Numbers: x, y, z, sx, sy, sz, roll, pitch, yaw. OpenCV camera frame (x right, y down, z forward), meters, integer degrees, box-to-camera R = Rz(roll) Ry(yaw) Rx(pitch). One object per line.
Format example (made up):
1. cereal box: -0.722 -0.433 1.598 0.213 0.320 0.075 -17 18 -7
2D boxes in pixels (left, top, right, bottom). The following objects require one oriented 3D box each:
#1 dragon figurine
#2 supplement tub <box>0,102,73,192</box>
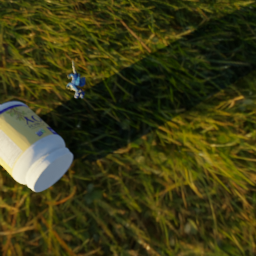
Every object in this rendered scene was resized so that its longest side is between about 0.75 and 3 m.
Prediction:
1. dragon figurine: -1.399 -1.319 7.793 0.528 0.313 1.063 4 82 27
2. supplement tub: -3.394 0.619 9.404 2.706 1.967 1.967 40 73 15
